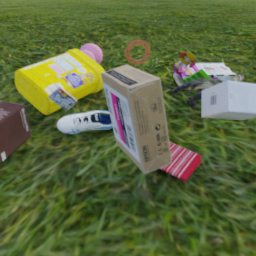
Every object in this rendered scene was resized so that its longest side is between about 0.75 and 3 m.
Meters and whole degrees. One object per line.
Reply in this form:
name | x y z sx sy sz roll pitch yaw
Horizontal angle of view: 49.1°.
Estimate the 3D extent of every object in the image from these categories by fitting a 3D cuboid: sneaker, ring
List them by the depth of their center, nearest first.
sneaker | -1.258 -0.228 8.755 1.917 0.695 0.689 -7 68 -17
ring | 0.308 -2.481 9.189 0.835 0.835 0.080 -6 38 -10

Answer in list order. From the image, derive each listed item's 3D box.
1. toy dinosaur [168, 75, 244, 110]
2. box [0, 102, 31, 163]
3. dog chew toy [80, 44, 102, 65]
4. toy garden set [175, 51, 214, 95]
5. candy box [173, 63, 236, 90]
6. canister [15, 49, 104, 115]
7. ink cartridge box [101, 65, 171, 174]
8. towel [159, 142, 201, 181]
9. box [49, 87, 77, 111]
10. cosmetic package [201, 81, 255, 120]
toy dinosaur | 1.936 -1.128 8.056 1.231 0.663 2.794 -30 24 -23
box | -3.709 0.294 7.649 0.850 1.136 2.269 9 33 14
dog chew toy | -2.040 -3.319 13.656 1.187 1.187 1.906 11 41 18
toy garden set | 2.341 -1.910 9.908 0.403 1.684 2.020 -45 4 -2
candy box | 3.261 -2.256 12.223 2.299 0.701 1.568 -2 31 -3
canister | -2.539 -1.816 10.680 2.077 1.210 2.796 39 46 17
ink cartridge box | 0.160 -0.245 6.243 0.748 1.992 1.641 -21 27 -17
towel | 1.103 0.798 7.541 1.512 0.170 1.093 24 41 26
box | -2.084 -0.921 8.985 0.515 0.752 0.150 -34 39 21
cosmetic package | 2.593 -0.613 6.782 1.192 0.732 1.188 2 -4 -13
